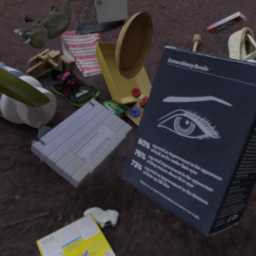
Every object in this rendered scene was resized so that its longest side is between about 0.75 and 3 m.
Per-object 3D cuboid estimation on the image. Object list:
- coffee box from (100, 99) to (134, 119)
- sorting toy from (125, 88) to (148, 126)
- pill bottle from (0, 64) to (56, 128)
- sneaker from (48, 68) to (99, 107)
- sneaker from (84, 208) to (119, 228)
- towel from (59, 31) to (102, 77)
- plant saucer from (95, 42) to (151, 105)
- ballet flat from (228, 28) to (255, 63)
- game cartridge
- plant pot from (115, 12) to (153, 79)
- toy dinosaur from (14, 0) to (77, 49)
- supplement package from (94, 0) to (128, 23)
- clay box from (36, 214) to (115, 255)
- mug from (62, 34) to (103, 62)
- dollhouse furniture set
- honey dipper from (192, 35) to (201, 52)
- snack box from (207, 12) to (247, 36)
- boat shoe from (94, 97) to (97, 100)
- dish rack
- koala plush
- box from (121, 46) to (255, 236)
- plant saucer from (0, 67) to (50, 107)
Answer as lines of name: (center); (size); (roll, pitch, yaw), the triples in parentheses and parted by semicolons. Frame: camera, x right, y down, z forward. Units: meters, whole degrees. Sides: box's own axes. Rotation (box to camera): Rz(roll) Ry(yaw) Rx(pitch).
coffee box: (-0.580, -0.661, 10.722); (1.590, 0.350, 0.978); (-24, 48, -24)
sorting toy: (0.640, -0.545, 10.146); (1.054, 0.370, 2.187); (-43, 66, -8)
pill bottle: (-4.171, -1.173, 10.230); (2.989, 1.787, 1.787); (25, 48, 23)
sneaker: (-2.295, -1.661, 11.132); (2.627, 1.100, 1.008); (24, 64, 29)
sneaker: (-0.731, 2.400, 7.403); (0.928, 0.362, 0.461); (4, 46, 5)
towel: (-1.549, -2.894, 10.700); (1.495, 0.306, 2.042); (-25, 79, -43)
plant saucer: (-0.181, -2.054, 10.880); (2.431, 0.589, 2.430); (-17, 84, -52)
ballet flat: (3.440, -1.936, 8.314); (0.953, 0.953, 2.743); (7, 58, 7)
game cartridge: (-1.079, 0.316, 7.257); (1.529, 0.453, 2.358); (39, 48, 7)
plant pot: (0.143, -2.125, 7.260); (0.237, 1.724, 1.724); (25, 48, 22)
toy dinosaur: (-2.669, -3.538, 9.722); (2.723, 1.048, 1.393); (-35, 59, -24)
supplement package: (-0.580, -4.205, 9.018); (1.013, 1.300, 0.721); (-7, 44, 1)
clay box: (-0.891, 3.312, 6.207); (1.447, 0.599, 2.518); (-22, 47, -22)
mug: (-2.324, -4.149, 13.969); (1.757, 1.172, 1.560); (-28, 51, -31)
dollhouse furniture set: (-3.372, -2.449, 12.050); (1.575, 1.498, 1.284); (37, 57, 15)
honey dipper: (3.461, -4.128, 14.534); (0.421, 0.421, 2.217); (12, 48, 12)
snack box: (3.534, -3.719, 10.078); (0.474, 1.318, 0.160); (15, 75, -35)
boat shoe: (-1.446, -1.288, 11.460); (0.287, 0.280, 0.759); (1, 43, 1)
dish rack: (-0.968, -4.535, 10.307); (2.104, 0.748, 2.743); (-4, 56, 18)
koala plush: (-2.627, 0.354, 9.103); (0.962, 1.047, 0.928); (-29, 49, -29)
box: (1.491, 0.149, 5.592); (2.210, 2.987, 1.558); (27, 12, 40)
plant saucer: (-3.440, -1.199, 7.876); (2.518, 2.518, 0.391); (22, 79, 22)
